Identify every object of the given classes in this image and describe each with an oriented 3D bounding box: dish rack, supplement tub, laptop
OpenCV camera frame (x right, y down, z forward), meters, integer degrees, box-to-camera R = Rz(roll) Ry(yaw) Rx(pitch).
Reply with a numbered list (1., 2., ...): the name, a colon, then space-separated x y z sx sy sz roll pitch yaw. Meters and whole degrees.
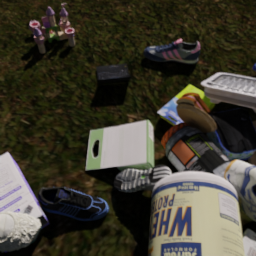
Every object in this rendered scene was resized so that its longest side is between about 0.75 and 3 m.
1. dish rack: 3.994 -1.236 9.697 2.506 0.636 2.920 16 26 26
2. supplement tub: 2.023 0.915 8.249 1.324 1.324 2.161 -25 56 -19
3. laptop: -0.601 -2.217 11.085 1.299 0.757 1.466 -7 56 -4
4. supplement tub: 1.501 2.710 6.290 2.114 2.114 2.916 5 51 4

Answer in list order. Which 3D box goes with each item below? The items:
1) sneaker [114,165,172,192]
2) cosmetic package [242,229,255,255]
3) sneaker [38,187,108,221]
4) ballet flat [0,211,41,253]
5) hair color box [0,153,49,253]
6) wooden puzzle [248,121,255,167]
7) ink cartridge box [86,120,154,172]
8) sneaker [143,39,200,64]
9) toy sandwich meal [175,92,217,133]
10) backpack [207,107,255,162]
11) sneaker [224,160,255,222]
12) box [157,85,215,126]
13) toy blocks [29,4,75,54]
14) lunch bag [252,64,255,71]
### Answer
1. sneaker: 0.566 1.692 8.056 1.928 1.113 0.723 -14 45 37
2. cosmetic package: 3.010 3.056 6.864 0.686 0.820 0.682 28 57 20
3. sneaker: -1.527 2.046 7.699 1.955 0.762 0.686 4 49 4
4. ballet flat: -3.425 2.378 6.589 2.608 0.936 0.936 -1 51 9
5. hair color box: -3.359 1.976 7.754 1.307 0.775 2.391 -31 56 -19
6. wooden puzzle: 5.057 0.481 8.589 2.621 0.488 2.424 -17 45 30
7. ink cartridge box: -0.250 0.647 8.912 2.085 0.500 1.517 -11 56 20
8. sneaker: 1.852 -3.351 11.841 2.388 0.979 0.838 3 52 0
9. toy sandwich meal: 2.065 -0.440 8.429 1.513 1.513 0.518 30 76 22
10. backpack: 3.290 0.301 8.847 1.409 1.131 1.540 -9 57 -5
11. sneaker: 3.407 1.812 7.057 0.891 2.368 1.044 -51 21 -13
12. box: 2.085 -0.646 10.010 1.231 0.481 2.019 36 58 25
13. toy blocks: -3.508 -4.648 12.489 1.808 1.629 1.935 -18 54 -13
14. lunch bag: 6.079 -2.467 10.998 1.723 1.098 1.465 -29 38 -9
